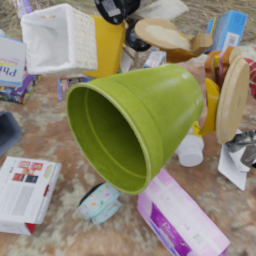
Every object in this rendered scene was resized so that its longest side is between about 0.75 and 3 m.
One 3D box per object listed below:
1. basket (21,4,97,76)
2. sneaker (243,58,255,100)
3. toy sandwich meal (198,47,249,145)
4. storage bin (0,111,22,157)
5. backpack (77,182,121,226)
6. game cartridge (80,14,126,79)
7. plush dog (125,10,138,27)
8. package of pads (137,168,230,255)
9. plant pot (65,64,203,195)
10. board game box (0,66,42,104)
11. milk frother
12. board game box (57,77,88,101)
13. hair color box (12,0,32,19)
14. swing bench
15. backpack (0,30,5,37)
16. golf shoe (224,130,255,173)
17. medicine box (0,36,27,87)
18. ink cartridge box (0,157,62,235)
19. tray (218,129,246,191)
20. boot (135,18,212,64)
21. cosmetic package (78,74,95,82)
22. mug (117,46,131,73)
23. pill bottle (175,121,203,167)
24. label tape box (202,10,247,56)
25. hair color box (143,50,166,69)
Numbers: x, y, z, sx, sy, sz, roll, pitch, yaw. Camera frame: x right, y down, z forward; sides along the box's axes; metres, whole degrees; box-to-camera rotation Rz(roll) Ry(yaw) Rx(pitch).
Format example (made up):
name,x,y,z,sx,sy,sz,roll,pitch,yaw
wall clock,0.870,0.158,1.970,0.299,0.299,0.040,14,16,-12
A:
name,x,y,z,sx,sy,sz,roll,pitch,yaw
basket,-2.030,-2.537,8.489,1.770,1.786,1.437,-2,7,27
sneaker,3.764,-1.541,8.752,0.654,1.681,0.691,-36,41,7
toy sandwich meal,2.569,-0.850,7.639,0.916,2.675,2.675,14,48,30
storage bin,-4.998,0.211,9.396,1.404,1.521,2.090,17,49,29
backpack,-0.763,2.053,7.717,1.094,1.245,0.954,-35,73,-30
game cartridge,-1.350,-3.097,10.709,2.527,2.227,0.410,21,14,26
plush dog,-0.277,-4.949,11.483,1.984,1.592,1.704,27,31,4
package of pads,1.264,2.427,7.161,0.973,1.549,2.571,-27,52,-22
plant pot,0.374,-0.284,6.625,2.570,2.669,2.669,-33,55,-31
board game box,-4.790,-1.917,11.856,1.581,0.542,1.912,8,48,9
milk frother,0.409,-4.089,9.471,2.058,2.280,2.145,25,57,37
board game box,-1.888,-1.345,9.651,0.938,0.748,0.454,-3,2,10
hair color box,-3.557,-4.131,9.285,0.468,0.856,0.277,-10,15,37
swing bench,0.818,-3.862,10.796,1.409,2.172,2.160,46,56,8
backpack,-6.859,-4.579,14.055,1.232,1.028,0.780,8,43,-1
golf shoe,4.385,0.704,9.253,2.887,1.122,1.364,-9,82,-26
medicine box,-4.528,-2.014,7.936,2.502,1.288,2.279,10,2,45
ink cartridge box,-2.944,1.939,8.089,1.757,0.839,2.002,5,48,5
tray,3.448,0.874,9.210,1.188,0.245,2.212,40,49,-14
boot,1.245,-2.678,9.293,2.632,1.884,0.926,6,83,-16
cosmetic package,-1.549,-2.426,11.837,0.655,0.402,1.587,27,80,50
mug,-0.678,-3.200,12.491,1.234,1.503,1.204,10,49,21
pill bottle,1.965,0.359,9.448,1.003,1.003,1.802,-1,48,-1
label tape box,3.115,-3.036,9.325,0.559,1.275,1.768,13,10,-8
hair color box,0.869,-1.623,8.789,0.447,1.478,0.739,16,61,18
